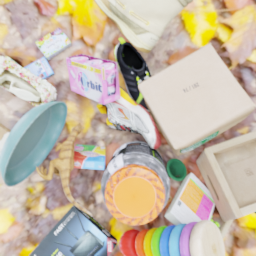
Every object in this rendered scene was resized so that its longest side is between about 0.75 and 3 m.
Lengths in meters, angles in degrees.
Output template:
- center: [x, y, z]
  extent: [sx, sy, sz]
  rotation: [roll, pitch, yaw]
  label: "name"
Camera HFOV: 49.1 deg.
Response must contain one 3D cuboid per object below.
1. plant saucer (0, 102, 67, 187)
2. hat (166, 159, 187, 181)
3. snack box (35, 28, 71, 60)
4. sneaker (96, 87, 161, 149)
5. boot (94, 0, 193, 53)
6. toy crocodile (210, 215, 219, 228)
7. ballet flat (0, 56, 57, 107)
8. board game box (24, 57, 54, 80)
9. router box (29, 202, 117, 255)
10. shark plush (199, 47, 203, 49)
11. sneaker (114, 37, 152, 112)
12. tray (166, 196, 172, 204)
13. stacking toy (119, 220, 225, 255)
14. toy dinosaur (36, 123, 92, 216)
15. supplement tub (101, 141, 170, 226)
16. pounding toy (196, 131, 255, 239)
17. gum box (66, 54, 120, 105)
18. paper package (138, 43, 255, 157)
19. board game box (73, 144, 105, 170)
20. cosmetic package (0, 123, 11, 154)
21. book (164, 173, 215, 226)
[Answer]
- center: [-2.733, 0.346, 7.986]
  extent: [0.501, 2.786, 2.786]
  rotation: [30, 82, 4]
  label: "plant saucer"
- center: [1.332, 1.491, 9.189]
  extent: [0.907, 0.799, 0.751]
  rotation: [-2, 67, -32]
  label: "hat"
- center: [-2.588, -2.921, 9.744]
  extent: [1.003, 0.266, 0.713]
  rotation: [-37, 85, -10]
  label: "snack box"
- center: [0.015, -0.195, 8.672]
  extent: [1.116, 1.057, 2.715]
  rotation: [-41, 53, -7]
  label: "sneaker"
- center: [0.304, -4.002, 8.050]
  extent: [2.315, 1.084, 2.979]
  rotation: [-44, 79, 30]
  label: "boot"
- center: [2.597, 2.977, 8.876]
  extent: [0.311, 0.284, 0.921]
  rotation: [-37, 88, -7]
  label: "toy crocodile"
- center: [-3.691, -1.523, 8.909]
  extent: [2.897, 0.926, 1.096]
  rotation: [24, 125, -6]
  label: "ballet flat"
- center: [-3.125, -1.928, 9.666]
  extent: [0.927, 0.170, 0.701]
  rotation: [-29, 82, -4]
  label: "board game box"
- center: [-1.731, 3.741, 8.431]
  extent: [1.767, 0.733, 2.358]
  rotation: [41, 84, 5]
  label: "router box"
- center: [2.760, -1.847, 9.374]
  extent: [0.777, 0.712, 1.711]
  rotation: [-17, 81, -3]
  label: "shark plush"
- center: [0.283, -1.613, 8.958]
  extent: [0.934, 1.078, 2.604]
  rotation: [-33, 99, -4]
  label: "sneaker"
- center: [0.756, 2.426, 8.930]
  extent: [1.206, 0.223, 0.595]
  rotation: [-41, 85, -3]
  label: "tray"
- center: [0.943, 3.192, 7.508]
  extent: [2.989, 1.276, 1.276]
  rotation: [-20, 79, 41]
  label: "stacking toy"
- center: [-1.700, 1.049, 7.414]
  extent: [1.462, 0.832, 2.753]
  rotation: [-29, 50, 34]
  label: "toy dinosaur"
- center: [0.214, 1.397, 7.653]
  extent: [1.741, 2.841, 1.741]
  rotation: [0, 95, 3]
  label: "supplement tub"
- center: [3.392, 1.806, 8.435]
  extent: [2.394, 1.848, 2.600]
  rotation: [-19, 68, -5]
  label: "pounding toy"
- center: [-1.065, -1.527, 8.592]
  extent: [0.647, 1.955, 1.110]
  rotation: [-25, 125, -35]
  label: "gum box"
- center: [1.838, -0.732, 7.894]
  extent: [2.384, 1.233, 2.272]
  rotation: [-29, 70, 3]
  label: "paper package"
- center: [-1.192, 0.885, 8.633]
  extent: [0.981, 1.282, 0.258]
  rotation: [5, 106, -6]
  label: "board game box"
- center: [-4.639, 0.176, 9.054]
  extent: [2.061, 0.733, 1.084]
  rotation: [33, 83, 5]
  label: "cosmetic package"
- center: [1.932, 2.346, 8.314]
  extent: [1.212, 0.436, 1.814]
  rotation: [42, 39, 4]
  label: "book"
